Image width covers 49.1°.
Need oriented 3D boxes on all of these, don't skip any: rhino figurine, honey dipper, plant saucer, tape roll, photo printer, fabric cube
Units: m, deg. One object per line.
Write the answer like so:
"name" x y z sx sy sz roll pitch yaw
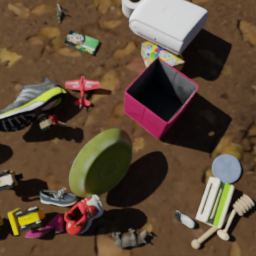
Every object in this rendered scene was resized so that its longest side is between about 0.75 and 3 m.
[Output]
"rhino figurine" 0.143 3.755 9.525 1.356 0.406 0.593 -7 88 -4
"honey dipper" 3.217 3.279 9.622 2.558 0.486 0.486 -37 79 -7
"plant saucer" -0.709 1.258 9.057 0.403 2.594 2.594 35 77 35
"tape roll" 0.282 -5.133 11.529 1.074 0.738 1.074 0 76 0
"photo printer" 1.415 -4.022 10.461 2.453 0.852 2.040 32 67 18
"fabric cube" 1.069 -0.964 9.867 1.819 1.813 1.785 38 73 10

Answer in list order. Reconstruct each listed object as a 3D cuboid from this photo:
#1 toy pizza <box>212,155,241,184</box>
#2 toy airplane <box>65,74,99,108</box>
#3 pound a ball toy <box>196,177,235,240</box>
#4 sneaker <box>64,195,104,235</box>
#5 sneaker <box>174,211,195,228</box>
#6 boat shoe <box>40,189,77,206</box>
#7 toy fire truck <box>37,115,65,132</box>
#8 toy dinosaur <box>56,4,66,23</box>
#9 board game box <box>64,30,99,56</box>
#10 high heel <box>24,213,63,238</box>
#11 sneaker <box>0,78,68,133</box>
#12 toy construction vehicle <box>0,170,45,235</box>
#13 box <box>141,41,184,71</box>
"toy pizza" 3.562 1.496 10.189 1.038 0.165 1.038 0 81 1
"toy airplane" -1.734 -1.409 10.751 1.393 0.256 1.393 -1 83 9
"pound a ball toy" 3.068 2.769 9.692 1.167 0.761 1.790 27 77 -18
"sneaker" -1.648 2.826 8.978 0.940 2.214 0.853 -6 55 -40
"sneaker" 1.953 3.176 9.774 0.802 0.291 0.288 34 109 19
"boat shoe" -2.425 2.377 9.727 1.344 0.503 0.416 3 116 15
"toy fire truck" -2.698 -0.186 10.122 0.881 0.776 0.567 -29 98 -39
"toy dinosaur" -2.816 -4.868 11.746 0.416 0.224 0.944 -7 73 5
"board game box" -1.898 -3.478 11.436 1.295 0.152 0.678 23 75 5
"high heel" -2.885 3.346 9.578 1.299 0.438 0.623 -9 86 -7
"sneaker" -3.727 -0.852 10.274 2.916 1.077 1.180 -31 65 -27
"toy construction vehicle" -4.178 2.605 9.592 2.439 0.859 2.124 -21 87 8
"box" 1.321 -2.748 10.920 1.305 0.796 1.256 -18 78 -4
